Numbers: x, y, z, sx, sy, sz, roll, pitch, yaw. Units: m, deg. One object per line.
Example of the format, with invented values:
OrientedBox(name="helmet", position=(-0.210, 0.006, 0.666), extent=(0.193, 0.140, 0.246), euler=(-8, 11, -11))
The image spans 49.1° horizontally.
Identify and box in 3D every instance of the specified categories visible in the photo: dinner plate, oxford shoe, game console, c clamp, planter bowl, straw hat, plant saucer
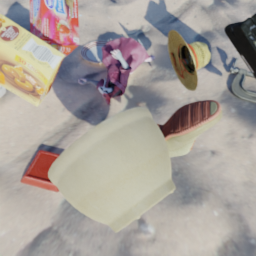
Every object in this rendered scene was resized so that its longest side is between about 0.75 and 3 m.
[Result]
OrientedBox(name="dinner plate", position=(-1.218, -3.309, 12.324), extent=(1.740, 0.211, 1.740), euler=(1, 49, -1))
OrientedBox(name="oxford shoe", position=(1.145, 0.103, 5.750), extent=(0.760, 2.058, 0.728), euler=(36, 50, -21))
OrientedBox(name="game console", position=(4.194, -2.140, 7.544), extent=(1.533, 2.634, 2.317), euler=(-37, 12, 11))
OrientedBox(name="c clamp", position=(5.224, -1.735, 10.823), extent=(2.851, 0.386, 2.436), euler=(25, 53, 20))
OrientedBox(name="planter bowl", position=(-0.080, 0.866, 4.970), extent=(2.163, 2.163, 1.456), euler=(-31, 74, -24))
OrientedBox(name="straw hat", position=(1.915, -2.082, 8.182), extent=(0.847, 2.000, 2.000), euler=(-23, 52, -3))
OrientedBox(name="plant saucer", position=(-2.399, 1.206, 8.353), extent=(1.237, 0.227, 1.239), euler=(12, 49, 10))

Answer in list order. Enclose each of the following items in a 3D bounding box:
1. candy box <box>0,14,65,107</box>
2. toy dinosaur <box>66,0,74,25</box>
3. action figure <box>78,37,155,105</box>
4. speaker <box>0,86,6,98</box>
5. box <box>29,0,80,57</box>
OrientedBox(name="candy box", position=(-3.019, -1.794, 6.606), extent=(2.713, 1.566, 0.750), euler=(32, 52, -12))
OrientedBox(name="toy dinosaur", position=(-1.417, -3.187, 6.876), extent=(0.356, 0.618, 1.223), euler=(-11, 83, -31))
OrientedBox(name="action figure", position=(-0.416, -2.033, 10.718), extent=(1.961, 2.180, 2.928), euler=(-15, 54, 41))
OrientedBox(name="speaker", position=(-5.316, -0.758, 9.592), extent=(0.969, 0.969, 2.385), euler=(16, 51, 14))
OrientedBox(name="box", position=(-2.357, -3.659, 8.866), extent=(1.224, 1.172, 2.456), euler=(2, 81, -34))
